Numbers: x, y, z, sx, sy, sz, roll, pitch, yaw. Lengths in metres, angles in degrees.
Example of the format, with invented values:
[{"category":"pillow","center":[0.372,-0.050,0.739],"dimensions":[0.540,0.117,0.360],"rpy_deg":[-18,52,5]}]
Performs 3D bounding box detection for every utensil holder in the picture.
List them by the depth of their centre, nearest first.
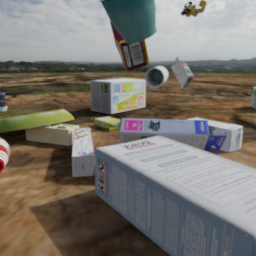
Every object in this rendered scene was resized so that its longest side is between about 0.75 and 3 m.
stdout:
[{"category":"utensil holder","center":[1.185,-2.104,11.460],"dimensions":[0.797,0.797,0.938],"rpy_deg":[5,18,18]}]

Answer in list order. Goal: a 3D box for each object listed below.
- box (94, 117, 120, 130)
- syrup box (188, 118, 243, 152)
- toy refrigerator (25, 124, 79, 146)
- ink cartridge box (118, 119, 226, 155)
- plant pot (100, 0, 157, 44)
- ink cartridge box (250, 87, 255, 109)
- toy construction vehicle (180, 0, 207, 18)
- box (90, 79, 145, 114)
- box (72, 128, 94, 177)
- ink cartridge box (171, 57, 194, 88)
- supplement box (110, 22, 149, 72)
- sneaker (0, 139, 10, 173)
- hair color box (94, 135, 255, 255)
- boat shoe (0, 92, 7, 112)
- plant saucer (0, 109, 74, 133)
[{"category":"box","center":[-0.609,-0.153,9.706],"dimensions":[0.667,0.275,1.137],"rpy_deg":[-9,14,-35]},{"category":"syrup box","center":[2.307,0.156,7.737],"dimensions":[0.622,0.602,1.528],"rpy_deg":[-12,18,-39]},{"category":"toy refrigerator","center":[-2.178,0.128,8.047],"dimensions":[1.465,0.512,0.556],"rpy_deg":[6,15,21]},{"category":"ink cartridge box","center":[0.891,0.306,6.022],"dimensions":[2.096,1.251,0.440],"rpy_deg":[3,57,5]},{"category":"plant pot","center":[0.084,-1.772,4.369],"dimensions":[0.813,0.764,0.813],"rpy_deg":[-19,29,11]},{"category":"ink cartridge box","center":[6.237,-1.384,13.161],"dimensions":[0.561,0.990,1.351],"rpy_deg":[1,13,6]},{"category":"toy construction vehicle","center":[1.873,-3.449,7.448],"dimensions":[0.403,0.995,1.143],"rpy_deg":[26,-3,-16]},{"category":"box","center":[-0.404,-1.516,12.823],"dimensions":[1.254,1.392,2.475],"rpy_deg":[11,18,38]},{"category":"box","center":[-1.086,0.495,6.678],"dimensions":[0.449,0.480,2.319],"rpy_deg":[-2,13,-9]},{"category":"ink cartridge box","center":[2.021,-2.078,10.449],"dimensions":[0.276,0.597,1.096],"rpy_deg":[-6,56,-21]},{"category":"supplement box","center":[0.023,-3.347,10.914],"dimensions":[0.941,1.212,2.197],"rpy_deg":[-17,42,-1]},{"category":"sneaker","center":[-3.521,0.623,5.329],"dimensions":[2.308,0.904,1.333],"rpy_deg":[-7,14,-20]},{"category":"hair color box","center":[0.831,0.938,3.999],"dimensions":[1.448,0.887,2.925],"rpy_deg":[-9,17,-33]},{"category":"boat shoe","center":[-6.449,-1.154,12.450],"dimensions":[1.927,0.875,0.682],"rpy_deg":[-5,15,-20]},{"category":"plant saucer","center":[-2.997,-0.253,8.802],"dimensions":[2.545,0.395,2.545],"rpy_deg":[-9,5,1]}]
